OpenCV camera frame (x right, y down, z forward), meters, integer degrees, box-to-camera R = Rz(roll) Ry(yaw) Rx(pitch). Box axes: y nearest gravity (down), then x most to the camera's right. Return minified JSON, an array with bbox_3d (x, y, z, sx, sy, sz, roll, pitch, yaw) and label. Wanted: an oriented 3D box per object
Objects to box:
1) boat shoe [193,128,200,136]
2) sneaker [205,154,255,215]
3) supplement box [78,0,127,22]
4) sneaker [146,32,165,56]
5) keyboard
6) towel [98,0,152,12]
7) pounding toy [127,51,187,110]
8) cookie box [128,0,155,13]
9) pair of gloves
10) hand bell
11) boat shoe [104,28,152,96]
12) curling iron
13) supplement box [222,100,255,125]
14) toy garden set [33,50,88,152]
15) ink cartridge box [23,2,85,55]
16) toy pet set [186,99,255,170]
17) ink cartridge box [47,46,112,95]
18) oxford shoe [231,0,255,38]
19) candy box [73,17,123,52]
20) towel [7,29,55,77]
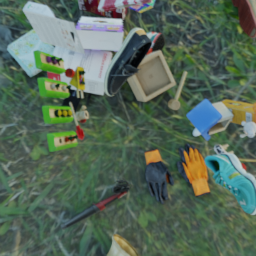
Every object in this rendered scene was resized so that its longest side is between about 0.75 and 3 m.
[{"bbox_3d":[2.917,0.002,11.112,0.847,0.283,0.312,-38,74,-13],"label":"boat shoe"},{"bbox_3d":[2.622,1.398,7.179,0.829,0.806,2.081,4,27,-14],"label":"sneaker"},{"bbox_3d":[-1.183,-5.767,12.761,2.206,1.200,0.672,18,71,7],"label":"supplement box"},{"bbox_3d":[0.558,-3.210,12.148,1.098,0.827,2.349,32,81,40],"label":"sneaker"},{"bbox_3d":[-2.003,-1.379,11.687,1.156,0.187,1.819,14,71,11],"label":"keyboard"},{"bbox_3d":[-0.052,-4.142,8.214,1.838,0.209,1.324,3,78,31],"label":"towel"},{"bbox_3d":[1.271,-1.816,11.378,2.107,1.097,2.398,-30,106,-9],"label":"pounding toy"},{"bbox_3d":[0.014,-4.977,10.294,1.766,1.511,0.664,17,99,-19],"label":"cookie box"},{"bbox_3d":[1.792,1.670,10.499,2.342,0.290,2.086,-10,70,-3],"label":"pair of gloves"},{"bbox_3d":[-0.741,4.759,9.149,1.157,1.157,2.221,38,87,13],"label":"hand bell"},{"bbox_3d":[-0.036,-1.993,9.081,0.753,0.903,2.419,44,115,24],"label":"boat shoe"},{"bbox_3d":[-1.131,2.711,10.019,2.877,0.368,0.713,-33,110,-8],"label":"curling iron"},{"bbox_3d":[3.644,-0.472,9.054,0.566,0.585,1.702,-23,27,-26],"label":"supplement box"},{"bbox_3d":[-1.631,-0.755,7.978,0.515,2.152,2.582,-10,90,18],"label":"toy garden set"},{"bbox_3d":[-2.309,-3.255,9.209,1.855,1.493,0.465,17,69,15],"label":"ink cartridge box"},{"bbox_3d":[2.929,0.114,8.547,1.248,2.350,2.194,-15,54,-25],"label":"toy pet set"},{"bbox_3d":[-1.925,-2.410,11.406,2.283,0.946,1.676,11,61,-4],"label":"ink cartridge box"},{"bbox_3d":[5.653,-5.441,12.741,1.111,1.047,2.972,-5,70,-7],"label":"oxford shoe"},{"bbox_3d":[-1.159,-3.932,11.621,1.887,0.805,2.249,2,33,-3],"label":"candy box"},{"bbox_3d":[-4.134,-3.307,12.245,1.647,0.463,1.924,-39,74,-12],"label":"towel"}]
